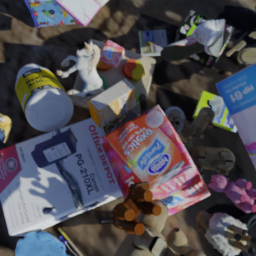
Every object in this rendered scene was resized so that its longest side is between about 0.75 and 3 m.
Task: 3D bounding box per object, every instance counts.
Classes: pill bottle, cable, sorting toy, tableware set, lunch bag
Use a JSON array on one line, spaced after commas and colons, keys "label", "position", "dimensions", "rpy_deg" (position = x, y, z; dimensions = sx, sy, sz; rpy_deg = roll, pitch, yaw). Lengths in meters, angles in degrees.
[{"label": "pill bottle", "position": [-2.413, -0.940, 7.733], "dimensions": [1.209, 1.209, 2.173], "rpy_deg": [-30, 44, -12]}, {"label": "cable", "position": [3.565, 3.000, 6.909], "dimensions": [2.118, 0.538, 1.728], "rpy_deg": [18, 74, 5]}, {"label": "sorting toy", "position": [-0.402, -1.493, 8.461], "dimensions": [2.201, 0.434, 2.378], "rpy_deg": [16, 69, -6]}, {"label": "tableware set", "position": [4.431, -2.425, 9.112], "dimensions": [2.308, 0.462, 1.525], "rpy_deg": [-38, 61, -20]}, {"label": "lunch bag", "position": [-2.429, -4.777, 9.829], "dimensions": [1.778, 1.111, 2.362], "rpy_deg": [-4, 59, 1]}]

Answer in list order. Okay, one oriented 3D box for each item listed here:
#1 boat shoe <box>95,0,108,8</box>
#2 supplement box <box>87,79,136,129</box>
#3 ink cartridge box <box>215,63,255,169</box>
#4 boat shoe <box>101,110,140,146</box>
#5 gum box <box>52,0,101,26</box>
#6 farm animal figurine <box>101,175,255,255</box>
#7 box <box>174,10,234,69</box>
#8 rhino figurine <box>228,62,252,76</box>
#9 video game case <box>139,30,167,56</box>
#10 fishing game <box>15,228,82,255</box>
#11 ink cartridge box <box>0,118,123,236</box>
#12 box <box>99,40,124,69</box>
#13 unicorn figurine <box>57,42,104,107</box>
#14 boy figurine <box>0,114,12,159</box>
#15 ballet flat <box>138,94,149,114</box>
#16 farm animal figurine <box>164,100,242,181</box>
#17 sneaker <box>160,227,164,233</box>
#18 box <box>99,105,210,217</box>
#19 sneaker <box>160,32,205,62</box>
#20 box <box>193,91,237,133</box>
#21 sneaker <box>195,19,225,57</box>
[{"label": "boat shoe", "position": [-0.467, -5.182, 9.951], "dimensions": [1.063, 1.047, 2.998], "rpy_deg": [-10, 36, 40]}, {"label": "supplement box", "position": [-0.354, -0.556, 6.490], "dimensions": [1.079, 0.680, 0.397], "rpy_deg": [-34, 62, -17]}, {"label": "ink cartridge box", "position": [3.063, 0.244, 5.501], "dimensions": [1.234, 2.106, 2.914], "rpy_deg": [-29, 77, 27]}, {"label": "boat shoe", "position": [-0.226, 0.021, 6.884], "dimensions": [0.519, 0.627, 1.745], "rpy_deg": [35, 37, 8]}, {"label": "gum box", "position": [-1.645, -3.370, 6.816], "dimensions": [1.900, 1.078, 0.628], "rpy_deg": [38, 97, -24]}, {"label": "farm animal figurine", "position": [0.764, 1.752, 4.401], "dimensions": [2.553, 1.284, 2.062], "rpy_deg": [7, 81, -26]}, {"label": "box", "position": [2.380, -2.847, 9.001], "dimensions": [1.497, 0.931, 1.112], "rpy_deg": [29, 71, 11]}, {"label": "rhino figurine", "position": [3.310, -1.507, 7.794], "dimensions": [0.852, 1.948, 0.582], "rpy_deg": [-27, 113, 14]}, {"label": "video game case", "position": [0.850, -2.865, 9.459], "dimensions": [0.914, 0.111, 1.005], "rpy_deg": [-3, 69, -2]}, {"label": "fishing game", "position": [-1.803, 2.957, 6.046], "dimensions": [1.594, 2.226, 0.346], "rpy_deg": [44, 103, 8]}, {"label": "ink cartridge box", "position": [-1.681, 1.199, 7.170], "dimensions": [2.853, 1.203, 2.065], "rpy_deg": [-21, 71, -9]}, {"label": "box", "position": [-0.414, -1.910, 7.374], "dimensions": [0.478, 1.010, 0.518], "rpy_deg": [29, 98, -5]}, {"label": "unicorn figurine", "position": [-1.010, -1.274, 6.375], "dimensions": [1.170, 1.704, 0.629], "rpy_deg": [-10, 49, 21]}, {"label": "boy figurine", "position": [-3.068, 0.075, 6.666], "dimensions": [0.483, 0.931, 1.498], "rpy_deg": [14, 29, -23]}, {"label": "ballet flat", "position": [0.433, -0.624, 8.145], "dimensions": [0.282, 0.837, 0.194], "rpy_deg": [-30, 37, -22]}, {"label": "farm animal figurine", "position": [1.601, 0.388, 7.252], "dimensions": [1.843, 1.147, 2.282], "rpy_deg": [-26, 106, 21]}, {"label": "sneaker", "position": [0.311, 1.937, 5.853], "dimensions": [0.485, 1.311, 0.520], "rpy_deg": [24, 64, -18]}, {"label": "box", "position": [0.698, 0.879, 5.845], "dimensions": [1.302, 2.728, 1.360], "rpy_deg": [-30, 61, 8]}, {"label": "sneaker", "position": [1.658, -2.360, 8.101], "dimensions": [1.475, 0.493, 0.791], "rpy_deg": [-14, 29, 14]}, {"label": "box", "position": [2.598, -0.450, 8.001], "dimensions": [1.302, 0.310, 0.794], "rpy_deg": [20, 80, 4]}, {"label": "sneaker", "position": [1.941, -2.189, 6.798], "dimensions": [0.702, 0.601, 1.612], "rpy_deg": [10, 37, 13]}]
